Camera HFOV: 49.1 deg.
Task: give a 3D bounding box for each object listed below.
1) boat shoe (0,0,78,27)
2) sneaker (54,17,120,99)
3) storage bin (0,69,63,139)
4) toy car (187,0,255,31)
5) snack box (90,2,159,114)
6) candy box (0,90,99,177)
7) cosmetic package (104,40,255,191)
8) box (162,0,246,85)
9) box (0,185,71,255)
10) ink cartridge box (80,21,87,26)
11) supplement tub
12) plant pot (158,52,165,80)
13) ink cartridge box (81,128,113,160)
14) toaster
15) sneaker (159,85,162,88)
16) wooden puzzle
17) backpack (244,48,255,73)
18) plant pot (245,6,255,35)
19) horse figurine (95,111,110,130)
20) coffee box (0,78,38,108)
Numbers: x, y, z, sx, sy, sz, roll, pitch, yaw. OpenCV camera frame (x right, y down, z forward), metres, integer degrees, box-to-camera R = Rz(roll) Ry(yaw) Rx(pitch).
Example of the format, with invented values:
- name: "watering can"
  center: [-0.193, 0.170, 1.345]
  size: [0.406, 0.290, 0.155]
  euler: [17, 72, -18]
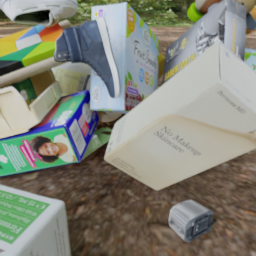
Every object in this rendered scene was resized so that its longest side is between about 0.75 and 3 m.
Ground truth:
- name: "boat shoe"
  center: [-1.882, -2.579, 6.327]
  size: [1.948, 0.650, 0.716]
  euler: [-22, -12, -42]
- name: "sneaker"
  center: [-0.798, -1.207, 5.421]
  size: [1.120, 1.551, 0.590]
  euler: [-17, 15, -8]
- name: "storage bin"
  center: [-2.636, -0.556, 6.034]
  size: [1.934, 0.913, 1.948]
  euler: [-14, 23, 9]
- name: "toy car"
  center: [2.665, -3.142, 6.987]
  size: [1.756, 1.443, 1.386]
  euler: [32, 67, -3]
- name: "snack box"
  center: [0.036, -1.595, 7.592]
  size: [0.976, 2.432, 2.884]
  euler: [2, 0, 20]
- name: "candy box"
  center: [-2.166, 0.108, 6.596]
  size: [2.526, 0.973, 2.136]
  euler: [-13, 24, 11]
- name: "cosmetic package"
  center: [0.946, 0.014, 4.851]
  size: [1.420, 2.744, 1.003]
  euler: [32, 48, -19]
- name: "box"
  center: [1.787, -1.639, 7.170]
  size: [0.629, 2.063, 2.604]
  euler: [15, -17, -21]
- name: "box"
  center: [-1.684, 1.648, 3.083]
  size: [1.648, 1.656, 1.419]
  euler: [10, 27, 19]
- name: "ink cartridge box"
  center: [-2.107, -2.625, 10.795]
  size: [0.520, 2.212, 2.186]
  euler: [30, 67, 32]
- name: "supplement tub"
  center: [-1.428, -1.406, 9.425]
  size: [2.672, 1.937, 1.937]
  euler: [19, 31, 37]
- name: "plant pot"
  center: [0.341, -2.195, 10.062]
  size: [1.786, 1.786, 1.575]
  euler: [35, -3, 0]
- name: "ink cartridge box"
  center: [-0.995, 0.269, 7.082]
  size: [1.443, 0.346, 1.050]
  euler: [-36, 26, -28]
- name: "toaster"
  center: [1.070, 1.545, 4.775]
  size: [0.797, 0.453, 0.515]
  euler: [-13, 25, -33]
- name: "sneaker"
  center: [2.188, -2.009, 11.874]
  size: [1.335, 1.117, 2.942]
  euler: [5, 22, 25]
- name: "wooden puzzle"
  center: [-2.278, -1.848, 6.500]
  size: [2.417, 0.486, 2.612]
  euler: [-25, 38, -11]
- name: "backpack"
  center: [3.285, -0.902, 7.472]
  size: [2.366, 1.739, 2.165]
  euler: [7, 63, -10]
- name: "plant pot"
  center: [3.606, -3.359, 8.666]
  size: [0.914, 0.914, 0.837]
  euler: [13, 24, 27]
- name: "horse figurine"
  center: [-0.745, -0.276, 7.756]
  size: [0.517, 0.781, 0.195]
  euler: [13, 26, 7]
- name: "coffee box"
  center: [-2.510, -0.600, 6.110]
  size: [0.246, 0.689, 1.121]
  euler: [6, 33, 32]
